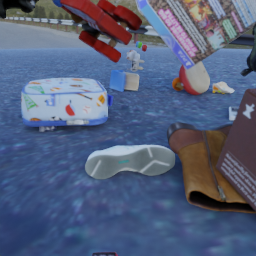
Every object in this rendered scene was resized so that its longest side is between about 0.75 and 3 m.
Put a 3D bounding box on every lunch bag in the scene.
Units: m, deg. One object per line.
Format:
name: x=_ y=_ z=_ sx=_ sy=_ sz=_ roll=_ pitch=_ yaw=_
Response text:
lunch bag: x=-1.652 y=-0.764 z=7.828 sx=2.307 sy=1.088 sz=2.879 roll=-2 pitch=18 yaw=-11

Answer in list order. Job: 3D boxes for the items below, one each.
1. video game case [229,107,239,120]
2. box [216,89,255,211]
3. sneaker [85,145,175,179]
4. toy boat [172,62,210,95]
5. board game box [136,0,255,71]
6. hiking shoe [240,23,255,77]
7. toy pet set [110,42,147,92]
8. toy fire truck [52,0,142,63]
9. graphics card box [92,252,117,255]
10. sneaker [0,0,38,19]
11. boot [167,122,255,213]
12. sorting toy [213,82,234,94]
video game case: x=3.573 y=-0.381 z=8.111 sx=1.221 sy=0.143 sz=1.110 roll=5 pitch=20 yaw=18
box: x=2.364 y=0.326 z=3.641 sx=1.645 sy=1.351 sz=1.365 roll=-6 pitch=36 yaw=-21
sneaker: x=0.043 y=0.502 z=4.921 sx=1.554 sy=0.546 sz=0.622 roll=-2 pitch=16 yaw=-5
toy boat: x=2.457 y=-1.979 z=11.465 sx=1.396 sy=1.394 sz=2.136 roll=-25 pitch=7 yaw=25
board game box: x=1.855 y=-3.116 z=6.622 sx=2.692 sy=2.146 sz=1.303 roll=-31 pitch=41 yaw=24
hiking shoe: x=2.787 y=-2.042 z=4.972 sx=0.914 sy=2.415 sz=1.216 roll=31 pitch=-3 yaw=-20
toy pet set: x=-0.091 y=-2.656 z=11.858 sx=1.158 sy=2.036 sz=2.181 roll=6 pitch=18 yaw=-8
toy fire truck: x=-1.027 y=-3.160 z=8.035 sx=2.139 sy=1.428 sz=2.547 roll=25 pitch=12 yaw=-46
graphics card box: x=-0.208 y=1.460 z=2.057 sx=0.231 sy=0.570 sz=0.908 roll=-1 pitch=19 yaw=1
sneaker: x=-2.442 y=-3.694 z=6.939 sx=2.810 sy=1.373 sz=0.993 roll=-35 pitch=12 yaw=-12
boot: x=1.671 y=0.557 z=4.599 sx=1.881 sy=0.684 sz=1.998 roll=13 pitch=24 yaw=-10
sorting toy: x=3.828 y=-1.538 z=11.176 sx=0.702 sy=0.417 sz=0.780 roll=23 pitch=28 yaw=34
